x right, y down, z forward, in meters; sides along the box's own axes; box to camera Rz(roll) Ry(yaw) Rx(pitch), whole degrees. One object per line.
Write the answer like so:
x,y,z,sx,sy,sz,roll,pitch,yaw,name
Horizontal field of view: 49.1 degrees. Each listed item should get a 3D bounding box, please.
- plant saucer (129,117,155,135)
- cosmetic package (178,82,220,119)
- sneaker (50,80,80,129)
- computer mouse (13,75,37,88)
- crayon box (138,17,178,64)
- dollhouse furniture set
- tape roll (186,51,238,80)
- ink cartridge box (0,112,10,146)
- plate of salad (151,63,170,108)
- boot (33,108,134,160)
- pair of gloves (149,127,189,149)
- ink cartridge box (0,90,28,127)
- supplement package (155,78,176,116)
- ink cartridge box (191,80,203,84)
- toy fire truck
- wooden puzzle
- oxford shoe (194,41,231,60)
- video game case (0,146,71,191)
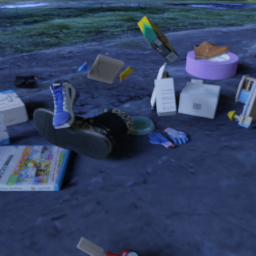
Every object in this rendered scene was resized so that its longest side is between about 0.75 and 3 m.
0.414,-0.129,10.792,1.276,0.175,1.276,1,31,0,plant saucer
3.038,-1.222,11.889,1.458,0.899,1.463,11,32,17,cosmetic package
-2.025,-0.841,8.408,0.679,0.970,1.680,-11,46,18,sneaker
-5.215,-2.340,14.280,1.157,0.379,1.648,-8,24,-14,computer mouse
1.233,-3.564,11.393,1.620,0.472,1.398,24,38,-47,crayon box
4.788,-1.597,10.928,2.677,2.527,1.747,-12,31,-41,dollhouse furniture set
4.704,-3.634,15.848,2.761,0.906,2.761,1,31,0,tape roll
-4.546,-0.004,9.520,0.730,1.268,0.430,-12,34,-21,ink cartridge box
1.364,-1.720,11.683,0.479,1.993,1.993,15,33,4,plate of salad
-1.465,-0.109,9.722,3.031,1.094,2.289,22,29,20,boot
1.421,0.367,10.002,1.359,0.155,1.092,-19,34,-30,pair of gloves
-4.980,-0.792,11.321,1.285,0.742,1.761,-20,36,-29,ink cartridge box
1.288,-1.047,9.695,0.629,1.148,0.653,-5,-11,9,supplement package
3.384,-2.095,13.863,0.573,0.325,0.782,8,32,14,ink cartridge box
-0.485,2.804,5.499,1.270,0.817,1.118,5,31,30,toy fire truck
-0.726,-1.926,9.245,1.605,1.082,0.188,16,47,-31,wooden puzzle
3.205,-3.079,10.999,0.684,0.684,1.918,-23,20,-21,oxford shoe
-3.290,1.178,8.579,2.739,0.244,1.960,0,31,0,video game case
